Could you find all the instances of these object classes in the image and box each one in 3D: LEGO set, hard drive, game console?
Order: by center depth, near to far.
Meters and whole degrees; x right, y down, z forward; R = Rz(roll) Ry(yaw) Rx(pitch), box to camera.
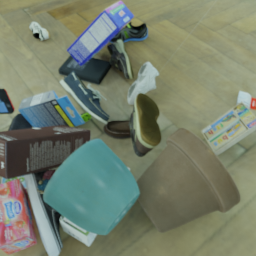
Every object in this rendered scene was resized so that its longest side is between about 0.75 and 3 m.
[{"bbox_3d":[-4.209,2.189,7.989,2.534,0.622,1.893,-7,52,-10],"label":"LEGO set"},{"bbox_3d":[-4.183,-0.813,8.810,1.046,0.925,0.162,-2,43,8],"label":"game console"},{"bbox_3d":[-1.830,-2.564,12.041,1.902,0.313,1.327,17,52,14],"label":"hard drive"}]

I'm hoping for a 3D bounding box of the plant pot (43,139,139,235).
[{"bbox_3d":[-0.699,1.511,6.618,1.584,1.974,1.974,38,60,14],"label":"plant pot"}]

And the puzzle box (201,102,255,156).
[{"bbox_3d":[3.359,0.017,9.280,1.716,0.218,1.141,-39,40,17],"label":"puzzle box"}]

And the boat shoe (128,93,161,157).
[{"bbox_3d":[0.432,-0.187,9.045,1.014,0.898,2.770,30,30,-15],"label":"boat shoe"}]

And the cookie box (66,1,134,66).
[{"bbox_3d":[-1.097,-3.837,11.347,0.896,2.385,2.040,47,34,-13],"label":"cookie box"}]

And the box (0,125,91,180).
[{"bbox_3d":[-2.525,0.564,7.991,1.385,1.036,2.765,10,13,37],"label":"box"}]

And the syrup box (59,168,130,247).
[{"bbox_3d":[-0.861,2.008,7.945,0.893,0.924,2.269,25,54,16],"label":"syrup box"}]

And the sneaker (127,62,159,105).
[{"bbox_3d":[0.639,-1.578,10.776,0.873,1.757,0.684,29,3,-23],"label":"sneaker"}]

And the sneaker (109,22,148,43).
[{"bbox_3d":[-0.113,-4.539,13.253,2.188,0.906,0.776,-13,50,-11],"label":"sneaker"}]

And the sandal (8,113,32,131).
[{"bbox_3d":[-3.867,0.561,9.240,0.919,0.517,2.416,41,43,-22],"label":"sandal"}]

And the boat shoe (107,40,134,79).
[{"bbox_3d":[-0.371,-2.867,11.988,0.830,0.903,2.526,-16,49,0],"label":"boat shoe"}]

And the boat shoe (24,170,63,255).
[{"bbox_3d":[-2.216,2.139,7.899,0.948,1.001,2.863,-15,46,-23],"label":"boat shoe"}]

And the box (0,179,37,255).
[{"bbox_3d":[-3.078,2.362,7.529,0.793,0.860,1.676,-17,54,-14],"label":"box"}]

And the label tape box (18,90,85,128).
[{"bbox_3d":[-2.504,-0.545,9.408,1.821,1.305,0.602,-14,43,16],"label":"label tape box"}]

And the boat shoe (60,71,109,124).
[{"bbox_3d":[-1.435,-1.116,9.961,0.783,0.948,2.533,-46,60,-1],"label":"boat shoe"}]

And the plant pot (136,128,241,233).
[{"bbox_3d":[1.316,1.584,7.585,2.184,2.504,2.504,-34,57,-5],"label":"plant pot"}]

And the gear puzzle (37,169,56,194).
[{"bbox_3d":[-1.691,1.400,7.585,1.602,0.210,0.830,-4,38,16],"label":"gear puzzle"}]

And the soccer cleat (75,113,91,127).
[{"bbox_3d":[-1.875,-0.282,10.206,1.137,0.384,0.461,-18,17,-1],"label":"soccer cleat"}]

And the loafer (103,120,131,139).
[{"bbox_3d":[0.071,-0.050,9.778,1.882,0.668,0.687,2,51,2],"label":"loafer"}]

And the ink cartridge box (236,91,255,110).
[{"bbox_3d":[4.693,-1.054,10.901,0.837,0.198,0.670,16,53,14],"label":"ink cartridge box"}]

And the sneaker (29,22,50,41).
[{"bbox_3d":[-4.475,-4.693,13.639,1.396,0.528,0.612,34,59,25],"label":"sneaker"}]
